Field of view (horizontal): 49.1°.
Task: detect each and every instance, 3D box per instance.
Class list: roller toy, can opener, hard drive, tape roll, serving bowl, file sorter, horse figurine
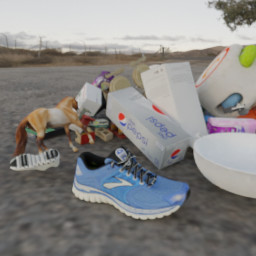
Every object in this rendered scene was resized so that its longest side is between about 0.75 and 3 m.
[{"bbox_3d":[4.019,-1.690,11.014,2.031,2.651,2.906,38,4,-2],"label":"roller toy"},{"bbox_3d":[3.578,-0.584,9.411,0.325,0.410,1.233,-9,0,-7],"label":"can opener"},{"bbox_3d":[-3.183,0.127,10.666,1.177,0.319,1.685,12,19,33],"label":"hard drive"},{"bbox_3d":[1.431,-1.897,13.504,1.903,1.903,1.307,11,58,33],"label":"tape roll"},{"bbox_3d":[2.989,0.948,6.804,2.811,0.925,2.811,0,17,0],"label":"serving bowl"},{"bbox_3d":[3.735,-0.648,12.682,0.789,0.697,1.137,-10,20,-29],"label":"file sorter"},{"bbox_3d":[-2.293,-0.028,8.655,2.827,1.873,0.706,-19,-7,-45],"label":"horse figurine"}]

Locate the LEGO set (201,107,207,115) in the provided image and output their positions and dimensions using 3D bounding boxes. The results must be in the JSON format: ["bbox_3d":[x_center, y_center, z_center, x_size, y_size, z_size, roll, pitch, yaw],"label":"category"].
[{"bbox_3d":[3.483,-0.848,14.081,1.661,0.471,1.078,-18,20,-14],"label":"LEGO set"}]

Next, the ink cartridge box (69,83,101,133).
[{"bbox_3d":[-1.716,-0.781,10.810,0.663,1.579,1.152,25,33,-26],"label":"ink cartridge box"}]

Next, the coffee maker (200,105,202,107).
[{"bbox_3d":[3.155,-1.313,13.223,1.555,1.047,1.493,-22,-2,-16],"label":"coffee maker"}]

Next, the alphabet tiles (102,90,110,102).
[{"bbox_3d":[0.219,-0.971,12.051,2.657,0.100,2.221,14,27,-23],"label":"alphabet tiles"}]

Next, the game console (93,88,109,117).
[{"bbox_3d":[-0.744,-0.804,12.545,2.182,1.444,2.481,-35,18,17],"label":"game console"}]

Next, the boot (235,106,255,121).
[{"bbox_3d":[5.497,-0.706,11.750,2.553,1.369,0.958,-3,18,-6],"label":"boot"}]

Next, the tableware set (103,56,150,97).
[{"bbox_3d":[0.107,-1.841,11.587,2.367,1.565,0.474,-34,15,-32],"label":"tableware set"}]

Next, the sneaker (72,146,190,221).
[{"bbox_3d":[-0.034,1.070,5.924,2.679,1.194,1.052,7,18,22],"label":"sneaker"}]

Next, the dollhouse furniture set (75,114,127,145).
[{"bbox_3d":[-0.754,-0.124,10.024,2.148,1.156,0.874,-18,34,-39],"label":"dollhouse furniture set"}]

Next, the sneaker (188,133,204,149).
[{"bbox_3d":[2.394,0.540,8.315,1.205,0.483,0.424,23,36,-16],"label":"sneaker"}]

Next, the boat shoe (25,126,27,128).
[{"bbox_3d":[-4.012,-0.141,11.427,0.455,0.497,1.331,0,8,21],"label":"boat shoe"}]

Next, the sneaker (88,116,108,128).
[{"bbox_3d":[-1.242,-0.159,10.265,1.043,0.415,0.404,5,55,5],"label":"sneaker"}]

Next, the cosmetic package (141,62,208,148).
[{"bbox_3d":[1.537,-0.707,9.135,1.413,2.627,1.114,-15,2,-44],"label":"cosmetic package"}]

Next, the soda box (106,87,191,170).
[{"bbox_3d":[0.497,-0.108,8.545,0.991,0.921,2.904,-18,45,-30],"label":"soda box"}]

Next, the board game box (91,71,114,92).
[{"bbox_3d":[-1.738,-1.406,12.475,0.432,2.678,1.607,40,-1,-15],"label":"board game box"}]

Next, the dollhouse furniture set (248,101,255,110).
[{"bbox_3d":[6.354,-0.731,13.711,1.578,0.904,1.851,-2,-7,-9],"label":"dollhouse furniture set"}]

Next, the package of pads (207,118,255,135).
[{"bbox_3d":[3.488,0.146,9.510,1.566,0.943,0.592,2,16,5],"label":"package of pads"}]

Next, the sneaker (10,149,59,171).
[{"bbox_3d":[-2.388,0.930,7.250,1.243,0.504,0.467,-9,49,-11],"label":"sneaker"}]
